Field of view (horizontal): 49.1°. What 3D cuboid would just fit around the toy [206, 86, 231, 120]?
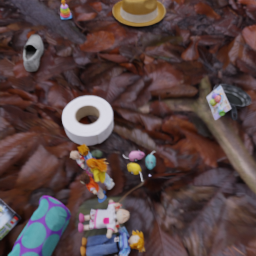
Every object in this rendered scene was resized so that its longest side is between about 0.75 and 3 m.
[{"bbox_3d":[2.900,-0.870,9.223,0.265,0.645,1.121,22,41,-31],"label":"toy"}]

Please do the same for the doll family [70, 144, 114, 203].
[{"bbox_3d":[-0.955,1.027,7.598,0.827,1.139,1.835,-37,35,-4],"label":"doll family"}]

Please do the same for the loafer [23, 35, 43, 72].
[{"bbox_3d":[-3.803,-3.112,11.191,0.686,0.684,1.962,-5,56,-4],"label":"loafer"}]

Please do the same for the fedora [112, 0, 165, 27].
[{"bbox_3d":[0.504,-5.620,12.725,2.456,1.002,2.456,0,56,-1],"label":"fedora"}]

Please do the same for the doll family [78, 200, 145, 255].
[{"bbox_3d":[-0.380,3.103,6.856,1.565,1.136,2.521,-9,42,6],"label":"doll family"}]

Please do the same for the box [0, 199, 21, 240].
[{"bbox_3d":[-4.212,2.203,7.542,2.441,0.424,1.343,28,60,26],"label":"box"}]

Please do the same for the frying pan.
[{"bbox_3d":[3.695,-0.823,9.546,1.334,0.359,2.206,3,41,-11],"label":"frying pan"}]

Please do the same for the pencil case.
[{"bbox_3d":[-2.352,2.897,6.886,1.076,0.991,2.329,2,50,36],"label":"pencil case"}]

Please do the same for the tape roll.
[{"bbox_3d":[-1.316,-0.253,9.301,1.667,0.583,1.667,0,55,0],"label":"tape roll"}]

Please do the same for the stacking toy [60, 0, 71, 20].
[{"bbox_3d":[-2.877,-5.380,12.646,0.493,0.850,0.467,-10,56,-7],"label":"stacking toy"}]

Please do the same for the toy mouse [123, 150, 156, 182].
[{"bbox_3d":[0.414,0.927,8.428,1.115,0.243,1.255,-32,39,-26],"label":"toy mouse"}]
